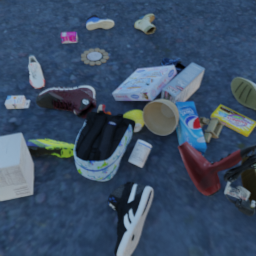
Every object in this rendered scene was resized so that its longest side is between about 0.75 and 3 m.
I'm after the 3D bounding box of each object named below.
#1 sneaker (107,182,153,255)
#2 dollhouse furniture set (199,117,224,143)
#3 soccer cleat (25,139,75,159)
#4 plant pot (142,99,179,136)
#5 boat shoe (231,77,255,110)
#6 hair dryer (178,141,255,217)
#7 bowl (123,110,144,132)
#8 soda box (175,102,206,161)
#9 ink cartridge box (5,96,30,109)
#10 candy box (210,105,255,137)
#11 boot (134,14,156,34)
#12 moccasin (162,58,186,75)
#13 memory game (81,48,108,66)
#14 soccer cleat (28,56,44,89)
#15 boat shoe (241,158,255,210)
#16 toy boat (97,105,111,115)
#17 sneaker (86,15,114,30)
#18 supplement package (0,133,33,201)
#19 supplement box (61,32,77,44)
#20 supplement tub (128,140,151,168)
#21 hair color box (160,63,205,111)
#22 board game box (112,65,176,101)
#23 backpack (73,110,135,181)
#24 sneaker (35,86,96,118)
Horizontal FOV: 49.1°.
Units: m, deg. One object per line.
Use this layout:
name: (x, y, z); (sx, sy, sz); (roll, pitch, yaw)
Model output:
sneaker: (-0.176, 2.580, 8.082); (1.216, 0.794, 2.174); (10, 51, 26)
dollhouse furniture set: (2.937, 0.154, 10.450); (0.858, 0.540, 0.971); (6, 62, 56)
soccer cleat: (-2.660, 0.633, 9.801); (1.899, 0.614, 0.794); (1, 38, -1)
plant pot: (1.288, -0.493, 10.053); (1.297, 1.297, 0.871); (25, 36, 20)
boat shoe: (5.271, -1.198, 11.295); (0.865, 0.945, 2.530); (-7, 43, -34)
hair dryer: (2.781, 1.146, 8.440); (2.812, 2.141, 0.764); (21, 19, 25)
bowl: (0.229, -0.159, 10.292); (0.960, 0.960, 0.517); (-12, 57, -10)
soda box: (2.189, 0.074, 10.164); (0.720, 0.762, 2.245); (-2, 48, -2)
ink cartridge box: (-4.526, -1.057, 11.479); (0.857, 0.291, 0.493); (-2, 49, -2)
candy box: (4.085, -0.304, 10.877); (1.552, 0.205, 0.793); (32, 58, 25)
boot: (1.172, -5.692, 15.413); (1.390, 0.501, 1.075); (-35, 56, -20)
moccasin: (2.302, -2.839, 12.830); (0.713, 0.604, 1.771); (-37, 58, -28)
memory game: (-1.638, -3.487, 13.750); (1.384, 0.088, 1.384); (0, 49, 0)
soccer cleat: (-4.113, -2.447, 12.377); (0.624, 0.774, 1.818); (-14, 50, -12)
boat shoe: (4.226, 2.029, 8.411); (0.877, 0.977, 2.641); (-4, 57, -10)
toy boat: (-0.918, -0.535, 10.861); (0.496, 0.495, 0.759); (0, 64, -19)
sneaker: (-1.575, -5.923, 15.551); (1.525, 0.585, 0.849); (-9, 58, 1)
supplement package: (-3.629, 1.204, 8.623); (1.057, 1.437, 1.374); (-11, 41, -9)
supplement box: (-3.075, -4.702, 14.600); (0.802, 0.406, 0.414); (-4, 49, -3)
supplement tub: (0.403, 0.866, 9.432); (0.539, 0.539, 0.817); (23, 83, 19)
hair color box: (2.193, -1.620, 11.429); (0.664, 1.084, 2.189); (33, 56, 22)
board game box: (0.661, -1.819, 11.457); (1.979, 0.407, 1.974); (6, 44, 44)
backpack: (-0.879, 0.635, 9.268); (1.841, 1.735, 2.257); (10, 29, 6)
sneaker: (-2.367, -0.918, 10.983); (2.378, 0.900, 1.374); (-12, 53, -12)
